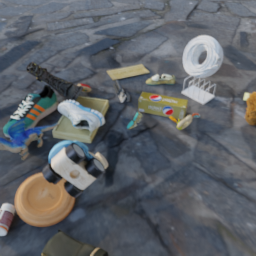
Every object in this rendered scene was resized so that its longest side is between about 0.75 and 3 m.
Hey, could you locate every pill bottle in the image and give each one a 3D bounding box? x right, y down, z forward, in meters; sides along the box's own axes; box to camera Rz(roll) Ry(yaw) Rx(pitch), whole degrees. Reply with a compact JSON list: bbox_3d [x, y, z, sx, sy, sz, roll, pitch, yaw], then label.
[{"bbox_3d":[-3.699,2.717,8.321,0.475,0.475,0.832,3,41,3],"label":"pill bottle"}]

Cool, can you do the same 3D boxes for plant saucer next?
[{"bbox_3d":[-2.611,2.172,8.840,1.836,0.296,1.836,5,49,-6],"label":"plant saucer"}]

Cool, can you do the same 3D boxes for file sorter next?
[{"bbox_3d":[3.372,-1.870,13.314,0.901,0.808,1.298,-32,51,-31],"label":"file sorter"}]

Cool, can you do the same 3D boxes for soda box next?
[{"bbox_3d":[1.526,-0.977,12.344,2.080,0.666,0.704,13,39,13],"label":"soda box"}]

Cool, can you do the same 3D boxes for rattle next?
[{"bbox_3d":[2.323,-0.467,11.446,0.687,1.055,0.754,12,41,-35],"label":"rattle"}]

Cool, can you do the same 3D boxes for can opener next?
[{"bbox_3d":[-0.303,-1.736,13.577,0.517,0.412,1.546,19,31,-30],"label":"can opener"}]

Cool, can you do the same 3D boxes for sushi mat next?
[{"bbox_3d":[-0.023,-3.011,15.123,2.139,0.129,1.023,-14,43,-16],"label":"sushi mat"}]

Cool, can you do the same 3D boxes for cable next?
[{"bbox_3d":[3.411,-3.254,12.876,0.655,1.891,1.892,3,72,-41],"label":"cable"}]

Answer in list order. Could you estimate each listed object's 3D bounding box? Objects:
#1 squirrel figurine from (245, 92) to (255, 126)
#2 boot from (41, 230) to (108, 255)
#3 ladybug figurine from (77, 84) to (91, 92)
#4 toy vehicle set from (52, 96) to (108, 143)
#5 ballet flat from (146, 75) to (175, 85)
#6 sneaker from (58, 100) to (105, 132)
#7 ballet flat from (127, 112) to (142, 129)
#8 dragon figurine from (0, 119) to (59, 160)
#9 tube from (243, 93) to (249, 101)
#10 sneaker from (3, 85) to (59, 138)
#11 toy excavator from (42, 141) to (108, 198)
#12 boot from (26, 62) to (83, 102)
[{"bbox_3d":[5.743,-0.804,11.349,1.900,1.773,1.344,19,45,21],"label":"squirrel figurine"},{"bbox_3d":[-1.838,3.766,6.933,1.680,0.941,2.429,17,31,25],"label":"boot"},{"bbox_3d":[-2.148,-1.939,13.531,0.784,0.532,0.282,8,77,-34],"label":"ladybug figurine"},{"bbox_3d":[-1.956,-0.435,12.015,1.595,0.340,2.567,9,42,10],"label":"toy vehicle set"},{"bbox_3d":[1.658,-2.483,14.252,1.497,0.529,0.529,-1,41,0],"label":"ballet flat"},{"bbox_3d":[-2.057,-0.440,11.171,2.148,0.805,0.931,19,44,23],"label":"sneaker"},{"bbox_3d":[0.289,-0.240,11.486,0.308,0.870,0.308,31,18,-12],"label":"ballet flat"},{"bbox_3d":[-3.942,0.242,10.459,1.383,0.819,2.782,38,62,11],"label":"dragon figurine"},{"bbox_3d":[6.215,-1.314,13.020,1.584,0.411,0.460,14,5,23],"label":"tube"},{"bbox_3d":[-4.136,-0.779,11.676,1.018,1.139,2.851,12,42,29],"label":"sneaker"},{"bbox_3d":[-1.394,1.039,8.705,1.174,2.286,2.351,-42,27,10],"label":"toy excavator"},{"bbox_3d":[-3.312,-2.020,12.124,2.599,2.262,0.900,21,79,56],"label":"boot"}]
